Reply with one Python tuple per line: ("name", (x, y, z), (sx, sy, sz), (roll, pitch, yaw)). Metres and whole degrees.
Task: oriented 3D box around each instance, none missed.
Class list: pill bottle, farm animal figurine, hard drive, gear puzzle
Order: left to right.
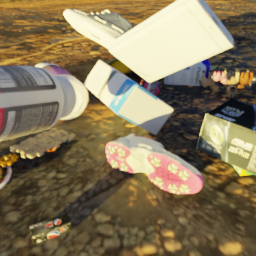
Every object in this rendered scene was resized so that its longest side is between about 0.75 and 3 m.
("pill bottle", (-2.424, -0.585, 6.173), (1.535, 1.535, 2.773), (16, 17, 24))
("gear puzzle", (-2.873, 0.672, 8.731), (1.284, 0.325, 2.479), (15, 31, 36))
("pill bottle", (-2.911, -1.605, 11.202), (1.618, 1.618, 2.904), (-19, 37, -27))
("hard drive", (0.827, -1.718, 5.796), (2.145, 1.415, 0.286), (-17, 54, 42))
("farm animal figurine", (4.395, -1.981, 12.426), (2.174, 1.134, 2.150), (11, 21, 29))

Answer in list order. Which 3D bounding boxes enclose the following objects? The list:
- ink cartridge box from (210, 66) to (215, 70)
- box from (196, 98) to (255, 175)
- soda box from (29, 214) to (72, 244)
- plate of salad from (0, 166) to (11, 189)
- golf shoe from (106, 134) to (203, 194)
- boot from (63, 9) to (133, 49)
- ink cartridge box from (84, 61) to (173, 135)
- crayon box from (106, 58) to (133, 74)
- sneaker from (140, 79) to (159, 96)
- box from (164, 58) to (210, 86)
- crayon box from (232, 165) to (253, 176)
("ink cartridge box", (4.135, -3.166, 14.993), (0.872, 0.209, 0.635), (23, 39, 31))
("box", (3.800, 0.305, 8.159), (2.773, 1.194, 2.271), (26, 31, 30))
("soda box", (-1.742, 2.273, 6.340), (0.894, 0.283, 0.316), (-14, 36, -20))
("plate of salad", (-4.227, 1.329, 7.676), (1.897, 0.456, 1.897), (0, 32, 0))
("golf shoe", (0.809, 0.845, 7.901), (2.938, 1.106, 1.344), (21, 35, 27))
("boot", (-1.080, -3.877, 10.332), (2.526, 0.919, 1.141), (34, 81, 7))
("ink cartridge box", (-0.061, -1.140, 10.048), (2.024, 1.169, 2.772), (26, 12, -42))
("crayon box", (0.188, -3.268, 13.910), (2.891, 0.746, 1.817), (-28, 10, -37))
("sneaker", (1.032, -2.051, 12.825), (0.795, 0.859, 2.130), (29, 32, -8))
("box", (2.837, -2.954, 13.830), (2.082, 1.092, 1.915), (4, 33, 5))
("crayon box", (3.464, 1.063, 8.285), (0.681, 0.230, 0.789), (-5, 29, -6))
